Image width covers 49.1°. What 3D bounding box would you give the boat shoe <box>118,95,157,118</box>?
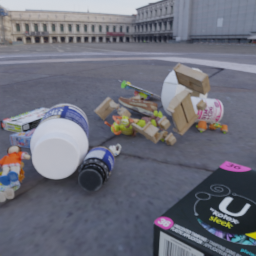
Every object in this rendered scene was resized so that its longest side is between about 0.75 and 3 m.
[{"bbox_3d":[0.480,-1.090,12.745,2.106,0.756,0.798,25,1,31],"label":"boat shoe"}]

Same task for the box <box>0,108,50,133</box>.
[{"bbox_3d":[-4.004,-0.351,11.706,1.200,0.379,2.181,10,22,26],"label":"box"}]

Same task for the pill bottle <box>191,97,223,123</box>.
[{"bbox_3d":[2.803,-0.715,11.223,1.745,0.989,0.989,3,18,-19],"label":"pill bottle"}]

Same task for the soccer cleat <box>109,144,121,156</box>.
[{"bbox_3d":[-0.611,0.741,8.440,0.349,0.432,1.000,44,38,19],"label":"soccer cleat"}]

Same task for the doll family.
[{"bbox_3d":[-3.344,1.225,6.738,2.231,1.006,1.385,-16,33,-5],"label":"doll family"}]

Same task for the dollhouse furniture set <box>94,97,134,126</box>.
[{"bbox_3d":[-0.482,-0.416,11.478,0.881,1.031,1.990,-46,30,-3],"label":"dollhouse furniture set"}]

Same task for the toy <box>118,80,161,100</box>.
[{"bbox_3d":[0.630,-1.903,15.301,2.357,0.556,1.357,21,8,-32],"label":"toy"}]

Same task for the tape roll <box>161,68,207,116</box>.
[{"bbox_3d":[2.467,-1.491,12.149,2.231,2.231,0.780,-15,24,-36],"label":"tape roll"}]

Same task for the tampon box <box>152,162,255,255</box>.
[{"bbox_3d":[1.723,1.761,4.055,1.799,1.516,2.401,15,25,37],"label":"tampon box"}]

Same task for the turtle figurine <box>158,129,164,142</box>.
[{"bbox_3d":[1.108,0.293,10.106,0.757,0.244,0.610,-11,29,-30],"label":"turtle figurine"}]

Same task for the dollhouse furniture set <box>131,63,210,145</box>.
[{"bbox_3d":[1.465,-0.623,9.555,2.747,1.424,1.216,-47,51,-12],"label":"dollhouse furniture set"}]

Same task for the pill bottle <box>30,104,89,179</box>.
[{"bbox_3d":[-1.901,0.329,7.996,1.519,1.519,2.734,-2,18,-7],"label":"pill bottle"}]

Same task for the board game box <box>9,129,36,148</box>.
[{"bbox_3d":[-3.322,0.338,9.721,1.292,0.399,1.293,2,19,3],"label":"board game box"}]

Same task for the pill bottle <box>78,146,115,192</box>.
[{"bbox_3d":[-0.808,1.031,7.133,0.773,0.773,1.382,2,17,6],"label":"pill bottle"}]

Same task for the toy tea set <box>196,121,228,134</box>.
[{"bbox_3d":[3.215,0.037,10.806,1.195,0.442,0.710,7,-9,28],"label":"toy tea set"}]

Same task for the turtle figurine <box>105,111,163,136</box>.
[{"bbox_3d":[0.227,-0.109,10.144,2.016,0.805,2.500,-12,-4,-7],"label":"turtle figurine"}]
